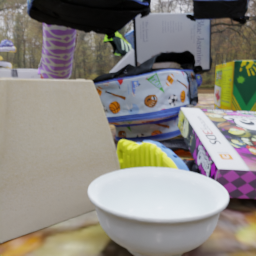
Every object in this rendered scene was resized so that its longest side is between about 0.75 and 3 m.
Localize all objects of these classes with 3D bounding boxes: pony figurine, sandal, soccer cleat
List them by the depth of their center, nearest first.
[{"bbox_3d":[0.443,0.520,4.287,0.795,0.726,1.826,1,9,-21],"label":"sandal"},{"bbox_3d":[-4.692,-2.474,9.256,1.742,1.451,1.682,-19,-20,-41],"label":"pony figurine"},{"bbox_3d":[-0.188,-3.745,13.569,2.328,0.943,0.786,35,-15,-22],"label":"soccer cleat"}]

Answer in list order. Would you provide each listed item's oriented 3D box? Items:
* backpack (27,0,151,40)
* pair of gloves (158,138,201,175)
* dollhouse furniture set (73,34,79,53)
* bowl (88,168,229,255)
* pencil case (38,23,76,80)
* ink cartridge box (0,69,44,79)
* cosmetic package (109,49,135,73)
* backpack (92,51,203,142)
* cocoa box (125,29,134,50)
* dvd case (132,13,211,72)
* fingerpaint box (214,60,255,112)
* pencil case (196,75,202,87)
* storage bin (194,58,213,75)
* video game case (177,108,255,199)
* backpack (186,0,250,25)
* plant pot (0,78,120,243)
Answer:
[{"bbox_3d":[-1.073,-3.312,6.510,2.531,1.860,2.316,-7,2,-30],"label":"backpack"},{"bbox_3d":[1.584,0.503,5.617,2.264,0.314,2.541,-5,7,-22],"label":"pair of gloves"},{"bbox_3d":[-2.074,-3.255,9.885,1.192,2.442,2.082,23,10,13],"label":"dollhouse furniture set"},{"bbox_3d":[0.260,0.819,2.630,1.264,0.568,1.264,0,8,0],"label":"bowl"},{"bbox_3d":[-2.244,-2.622,8.791,1.131,2.645,1.110,14,47,-8],"label":"pencil case"},{"bbox_3d":[-4.136,-1.094,10.164,1.153,2.041,2.781,8,12,43],"label":"ink cartridge box"},{"bbox_3d":[0.014,-1.957,12.227,1.732,2.818,2.809,43,8,-6],"label":"cosmetic package"},{"bbox_3d":[0.394,-0.711,7.322,2.831,2.181,2.697,-12,-3,27],"label":"backpack"},{"bbox_3d":[0.779,-2.917,9.605,0.957,1.435,0.942,-12,29,52],"label":"cocoa box"},{"bbox_3d":[1.440,-2.669,8.921,2.595,1.851,0.228,-6,12,-13],"label":"dvd case"},{"bbox_3d":[3.919,-1.208,10.202,1.003,2.281,2.734,1,9,5],"label":"fingerpaint box"},{"bbox_3d":[1.936,-1.463,8.877,0.357,0.398,0.915,-28,19,-26],"label":"pencil case"},{"bbox_3d":[2.587,-2.720,10.664,0.863,1.276,0.598,-20,-20,6],"label":"storage bin"},{"bbox_3d":[2.297,0.293,4.417,2.652,0.475,2.404,3,22,-1],"label":"video game case"},{"bbox_3d":[2.412,-3.486,7.170,1.561,1.202,1.486,12,49,20],"label":"backpack"},{"bbox_3d":[-1.246,0.154,3.670,1.781,1.579,1.783,-8,12,-42],"label":"plant pot"}]
